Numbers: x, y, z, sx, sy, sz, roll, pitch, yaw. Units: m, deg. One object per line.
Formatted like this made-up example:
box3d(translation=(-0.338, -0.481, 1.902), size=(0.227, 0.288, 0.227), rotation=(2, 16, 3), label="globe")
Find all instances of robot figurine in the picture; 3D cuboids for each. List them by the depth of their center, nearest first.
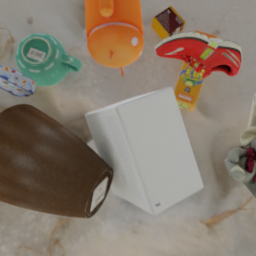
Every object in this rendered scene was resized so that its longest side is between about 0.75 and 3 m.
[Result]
box3d(translation=(-0.402, -3.053, 8.295), size=(1.712, 2.112, 2.936), rotation=(5, 72, -28), label="robot figurine")

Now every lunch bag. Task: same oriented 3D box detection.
box3d(translation=(-3.084, -1.193, 7.381), size=(0.938, 1.171, 0.442), rotation=(-1, 69, 32), label="lunch bag")

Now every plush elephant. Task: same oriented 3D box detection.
box3d(translation=(3.626, 0.894, 7.958), size=(1.566, 1.901, 1.472), rotation=(40, 105, -12), label="plush elephant")

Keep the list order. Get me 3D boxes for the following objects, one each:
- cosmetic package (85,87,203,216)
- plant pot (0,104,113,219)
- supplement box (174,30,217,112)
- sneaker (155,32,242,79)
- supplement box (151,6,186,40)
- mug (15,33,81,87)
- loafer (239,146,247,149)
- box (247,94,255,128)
box3d(translation=(0.292, 0.522, 7.473), size=(1.603, 2.608, 2.600), rotation=(-22, 98, -21), label="cosmetic package")
box3d(translation=(-2.013, 1.149, 7.552), size=(2.972, 2.777, 2.777), rotation=(22, 80, 16), label="plant pot")
box3d(translation=(2.494, -2.156, 10.707), size=(0.958, 0.990, 2.879), rotation=(18, 82, 6), label="supplement box")
box3d(translation=(1.838, -1.772, 7.147), size=(2.338, 0.900, 0.993), rotation=(5, 81, -8), label="sneaker")
box3d(translation=(1.605, -4.155, 11.249), size=(0.952, 0.632, 0.939), rotation=(-37, 81, -7), label="supplement box")
box3d(translation=(-3.099, -2.700, 10.595), size=(2.198, 1.359, 1.806), rotation=(-25, 80, -5), label="mug")
box3d(translation=(4.517, 0.955, 10.446), size=(0.887, 0.319, 0.279), rotation=(43, 80, -1), label="loafer")
box3d(translation=(4.050, -0.226, 8.451), size=(0.739, 1.556, 0.605), rotation=(7, 43, 16), label="box")
